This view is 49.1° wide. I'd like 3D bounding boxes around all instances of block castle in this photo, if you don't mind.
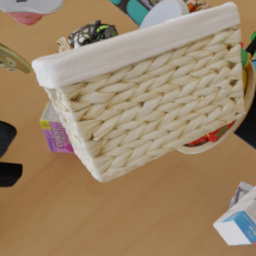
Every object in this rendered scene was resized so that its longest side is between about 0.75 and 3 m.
[{"bbox_3d":[1.550,-2.825,6.969,0.621,0.884,1.323,-42,52,11],"label":"block castle"}]

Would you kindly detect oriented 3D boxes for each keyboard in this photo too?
[{"bbox_3d":[2.816,-1.054,5.172,0.304,2.948,1.873,2,34,-46],"label":"keyboard"}]

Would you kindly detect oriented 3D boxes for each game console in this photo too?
[{"bbox_3d":[-2.213,0.456,4.179,1.453,2.463,0.297,11,59,-33],"label":"game console"}]

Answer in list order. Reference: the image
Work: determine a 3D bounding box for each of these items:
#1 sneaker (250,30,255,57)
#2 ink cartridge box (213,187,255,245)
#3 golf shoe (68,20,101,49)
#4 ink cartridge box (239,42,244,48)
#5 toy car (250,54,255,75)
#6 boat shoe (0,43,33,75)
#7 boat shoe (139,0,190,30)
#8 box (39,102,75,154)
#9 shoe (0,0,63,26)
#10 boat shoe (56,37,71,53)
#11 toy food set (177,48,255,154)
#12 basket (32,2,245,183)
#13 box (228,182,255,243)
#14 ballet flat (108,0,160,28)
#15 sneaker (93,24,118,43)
[{"bbox_3d":[4.065,-2.714,8.031,0.846,0.955,2.284,-12,65,47],"label":"sneaker"},{"bbox_3d":[2.380,1.515,5.194,1.446,0.837,0.482,-32,74,-20],"label":"ink cartridge box"},{"bbox_3d":[-1.814,-3.157,11.046,1.339,1.102,2.834,-3,43,20],"label":"golf shoe"},{"bbox_3d":[3.047,-2.547,10.406,1.569,0.901,2.160,29,54,24],"label":"ink cartridge box"},{"bbox_3d":[5.727,-2.406,10.086,2.165,1.915,1.995,38,39,-4],"label":"toy car"},{"bbox_3d":[-3.559,-1.951,7.510,0.772,2.115,0.666,26,85,36],"label":"boat shoe"},{"bbox_3d":[0.640,-1.697,6.451,0.817,2.886,0.990,-13,68,-30],"label":"boat shoe"},{"bbox_3d":[-1.491,0.046,7.749,1.489,1.310,0.720,5,48,5],"label":"box"},{"bbox_3d":[-2.420,-3.137,7.362,1.741,0.792,0.622,3,84,11],"label":"shoe"},{"bbox_3d":[-2.576,-3.187,11.340,0.460,0.490,1.330,-25,48,-8],"label":"boat shoe"},{"bbox_3d":[1.499,-0.570,5.629,0.561,2.308,2.285,27,85,-22],"label":"toy food set"},{"bbox_3d":[0.171,-0.593,4.166,2.634,1.625,1.785,-22,20,-17],"label":"basket"},{"bbox_3d":[3.039,2.004,6.286,1.423,0.816,0.940,22,51,19],"label":"box"},{"bbox_3d":[0.077,-3.549,7.425,2.834,1.019,1.019,42,53,-8],"label":"ballet flat"},{"bbox_3d":[-0.573,-2.044,6.818,0.780,0.912,2.201,-21,19,7],"label":"sneaker"}]
